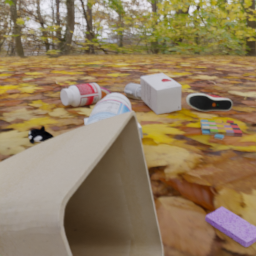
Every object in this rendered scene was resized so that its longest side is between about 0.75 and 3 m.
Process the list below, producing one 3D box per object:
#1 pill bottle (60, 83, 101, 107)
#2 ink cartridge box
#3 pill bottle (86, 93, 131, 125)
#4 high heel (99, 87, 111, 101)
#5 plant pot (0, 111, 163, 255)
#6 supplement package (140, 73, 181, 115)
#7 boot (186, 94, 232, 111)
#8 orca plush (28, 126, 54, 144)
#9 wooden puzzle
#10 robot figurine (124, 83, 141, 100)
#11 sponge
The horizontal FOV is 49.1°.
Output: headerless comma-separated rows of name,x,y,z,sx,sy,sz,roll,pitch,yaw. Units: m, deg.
pill bottle,-2.248,-1.555,13.312,1.769,0.993,0.993,-15,23,-39
ink cartridge box,-0.568,0.000,9.532,1.711,0.429,1.972,-13,22,-7
pill bottle,-0.502,-0.075,7.631,1.199,1.199,2.204,3,32,8
high heel,-1.663,-1.920,14.817,2.293,0.772,1.100,-3,24,36
plant pot,-0.882,1.294,3.177,2.030,2.293,2.291,-7,16,15
supplement package,1.426,-1.567,12.505,1.174,1.160,1.937,-12,29,-15
boot,3.556,-1.268,12.970,2.047,0.741,1.477,6,17,-7
orca plush,-2.719,0.213,8.813,0.737,0.498,1.401,-13,22,-33
wooden puzzle,3.283,-0.012,10.031,1.293,0.153,2.180,3,19,10
robot figurine,0.351,-1.927,14.793,1.158,0.771,1.366,-9,20,-42
sponge,1.836,1.714,4.911,0.479,0.128,0.859,-12,22,-32
